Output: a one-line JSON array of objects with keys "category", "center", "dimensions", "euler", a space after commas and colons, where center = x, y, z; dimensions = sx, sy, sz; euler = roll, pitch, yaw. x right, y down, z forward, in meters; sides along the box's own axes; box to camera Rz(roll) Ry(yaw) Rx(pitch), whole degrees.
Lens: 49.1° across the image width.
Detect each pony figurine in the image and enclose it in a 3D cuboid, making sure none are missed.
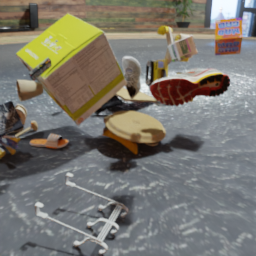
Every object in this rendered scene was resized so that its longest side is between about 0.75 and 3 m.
[{"category": "pony figurine", "center": [-5.272, 0.426, 11.117], "dimensions": [1.824, 1.519, 1.761], "euler": [21, 38, 9]}]

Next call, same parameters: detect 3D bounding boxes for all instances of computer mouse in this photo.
[{"category": "computer mouse", "center": [-1.293, -1.352, 15.668], "dimensions": [1.838, 0.602, 2.617], "euler": [-20, 24, -4]}]

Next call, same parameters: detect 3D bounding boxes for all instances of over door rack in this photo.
[{"category": "over door rack", "center": [-1.204, 2.277, 7.470], "dimensions": [2.065, 0.688, 1.525], "euler": [28, 31, 8]}]

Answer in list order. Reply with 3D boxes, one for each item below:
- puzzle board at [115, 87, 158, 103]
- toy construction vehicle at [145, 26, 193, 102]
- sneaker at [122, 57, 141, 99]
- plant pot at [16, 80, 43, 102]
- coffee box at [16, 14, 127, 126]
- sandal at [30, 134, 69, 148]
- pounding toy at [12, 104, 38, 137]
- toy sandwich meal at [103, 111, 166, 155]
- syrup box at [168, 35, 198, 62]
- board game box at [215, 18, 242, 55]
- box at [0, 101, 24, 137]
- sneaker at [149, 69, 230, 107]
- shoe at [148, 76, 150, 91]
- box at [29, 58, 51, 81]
[{"category": "puzzle board", "center": [0.085, -1.926, 16.078], "dimensions": [2.838, 0.247, 2.139], "euler": [-3, 29, -48]}, {"category": "toy construction vehicle", "center": [1.865, -2.272, 10.604], "dimensions": [2.348, 2.697, 0.950], "euler": [-1, 10, -39]}, {"category": "sneaker", "center": [0.173, -2.166, 12.285], "dimensions": [0.766, 2.051, 0.841], "euler": [1, 47, 19]}, {"category": "plant pot", "center": [-3.342, -1.307, 9.586], "dimensions": [0.782, 0.733, 0.733], "euler": [-11, 27, -27]}, {"category": "coffee box", "center": [-2.221, -2.381, 11.290], "dimensions": [2.763, 2.732, 2.759], "euler": [-42, 50, -11]}, {"category": "sandal", "center": [-3.335, 0.508, 11.701], "dimensions": [1.641, 0.470, 0.629], "euler": [1, 25, 2]}, {"category": "pounding toy", "center": [-5.203, -0.310, 12.624], "dimensions": [2.053, 1.174, 1.178], "euler": [-6, 26, -11]}, {"category": "toy sandwich meal", "center": [0.176, 0.155, 12.016], "dimensions": [2.911, 0.997, 2.911], "euler": [10, 26, -5]}, {"category": "syrup box", "center": [1.500, -2.189, 7.841], "dimensions": [0.522, 0.505, 1.282], "euler": [-21, 11, 5]}, {"category": "board game box", "center": [4.161, -3.790, 11.689], "dimensions": [1.034, 1.035, 1.034], "euler": [1, 67, 17]}, {"category": "box", "center": [-4.223, -0.256, 9.451], "dimensions": [1.044, 0.951, 0.544], "euler": [-25, 3, -17]}, {"category": "sneaker", "center": [1.298, -0.918, 6.120], "dimensions": [1.668, 0.649, 0.685], "euler": [-7, 30, -1]}, {"category": "shoe", "center": [2.229, -2.490, 17.235], "dimensions": [1.342, 1.054, 2.951], "euler": [-17, 35, -12]}, {"category": "box", "center": [-2.725, -1.816, 8.715], "dimensions": [0.778, 0.155, 0.532], "euler": [-44, 5, -14]}]
